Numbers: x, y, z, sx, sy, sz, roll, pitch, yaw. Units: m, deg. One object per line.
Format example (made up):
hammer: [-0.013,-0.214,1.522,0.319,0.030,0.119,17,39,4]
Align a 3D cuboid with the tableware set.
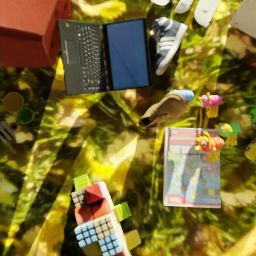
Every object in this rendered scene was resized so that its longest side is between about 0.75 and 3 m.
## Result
tableware set: [-3.610,-0.603,7.816,1.929,0.296,1.299,44,82,8]

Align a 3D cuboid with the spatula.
spatula: [2.091,-4.676,8.612,1.990,0.230,2.862,26,81,6]

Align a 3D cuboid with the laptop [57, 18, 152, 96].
laptop: [-0.561,-1.904,7.356,2.141,1.106,1.897,-12,99,-42]

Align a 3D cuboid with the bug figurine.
bug figurine: [2.008,-0.261,7.140,1.687,0.560,2.176,-10,61,-31]

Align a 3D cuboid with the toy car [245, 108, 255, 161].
toy car: [3.679,0.115,7.674,1.421,0.317,1.337,-16,80,-4]

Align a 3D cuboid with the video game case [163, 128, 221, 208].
video game case: [1.720,1.048,7.565,1.492,0.182,2.086,2,80,0]

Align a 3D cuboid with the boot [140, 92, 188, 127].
boot: [0.864,-0.378,7.032,0.634,1.680,0.619,-38,94,-26]

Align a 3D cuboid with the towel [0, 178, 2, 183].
towel: [-4.493,0.888,7.242,1.687,0.872,2.038,-28,81,-6]

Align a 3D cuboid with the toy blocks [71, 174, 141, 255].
toy blocks: [-0.589,2.390,6.398,1.444,1.975,2.890,-21,80,-4]

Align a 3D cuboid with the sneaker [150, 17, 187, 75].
sneaker: [0.925,-2.379,7.972,0.942,0.609,1.737,28,74,1]

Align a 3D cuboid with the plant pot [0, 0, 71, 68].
plant pot: [-2.893,-2.983,7.197,2.340,2.652,2.655,18,80,-5]

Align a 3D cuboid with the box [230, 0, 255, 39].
box: [4.215,-3.974,7.782,1.232,1.572,2.527,33,81,6]
